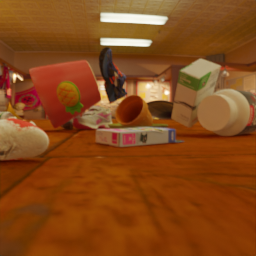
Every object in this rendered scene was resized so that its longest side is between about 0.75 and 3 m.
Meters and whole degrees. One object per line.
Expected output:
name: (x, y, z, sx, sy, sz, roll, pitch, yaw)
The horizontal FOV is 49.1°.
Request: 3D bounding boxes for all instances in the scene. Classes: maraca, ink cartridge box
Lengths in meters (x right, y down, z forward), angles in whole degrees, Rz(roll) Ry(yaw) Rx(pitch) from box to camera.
maraca: (-2.088, -1.069, 10.034, 0.841, 1.227, 0.656, -14, 19, 18)
ink cartridge box: (0.328, 0.208, 7.388, 2.062, 0.433, 1.231, 0, 2, -33)
ink cartridge box: (2.420, -1.249, 10.183, 0.857, 2.039, 1.488, 31, 45, 30)

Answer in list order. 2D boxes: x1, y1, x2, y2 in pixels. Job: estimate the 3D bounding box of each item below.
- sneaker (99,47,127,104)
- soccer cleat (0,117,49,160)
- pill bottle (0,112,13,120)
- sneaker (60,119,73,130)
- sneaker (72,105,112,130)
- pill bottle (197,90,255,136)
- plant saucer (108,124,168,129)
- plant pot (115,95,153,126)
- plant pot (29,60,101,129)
sneaker: (-0.544, -1.957, 10.320, 0.859, 2.191, 0.825, -16, 42, -7)
soccer cleat: (-2.308, 0.239, 4.124, 2.158, 0.741, 0.919, 7, 25, -11)
pill bottle: (-5.786, -0.248, 12.048, 1.544, 0.871, 0.871, 0, 3, 12)
sneaker: (-3.199, -0.242, 14.576, 0.636, 0.593, 1.683, 3, 2, -13)
sneaker: (-1.838, -0.557, 14.521, 1.139, 1.235, 2.799, 1, 3, 29)
pill bottle: (3.781, -0.545, 10.113, 1.638, 1.638, 2.959, 3, 5, 45)
plant saucer: (0.383, 0.037, 11.145, 2.393, 0.372, 2.393, 1, 3, 0)
plant pot: (0.329, -0.435, 10.671, 1.251, 1.251, 1.146, 2, -25, 37)
plant pot: (-2.719, -1.700, 12.671, 2.488, 2.812, 2.812, -23, 7, -11)
